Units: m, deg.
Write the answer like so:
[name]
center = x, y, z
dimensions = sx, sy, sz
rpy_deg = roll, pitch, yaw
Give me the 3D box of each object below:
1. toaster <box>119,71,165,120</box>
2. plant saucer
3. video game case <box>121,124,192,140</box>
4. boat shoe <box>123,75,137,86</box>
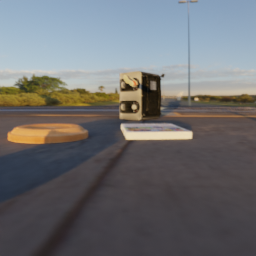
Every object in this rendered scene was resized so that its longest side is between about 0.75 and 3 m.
[toaster]
center = 0.760, -1.823, 15.934
dimensions = 1.723, 2.626, 2.904
rpy_deg = 4, 7, 32
[plant saucer]
center = -2.292, 0.120, 8.136
dimensions = 2.227, 0.359, 2.227
rpy_deg = -1, 6, 0
[video game case]
center = 0.765, 0.087, 9.034
dimensions = 1.869, 0.235, 2.610
rpy_deg = 0, 6, -5
[boat shoe]
center = 0.081, -1.931, 11.402
dimensions = 0.242, 0.276, 0.774
rpy_deg = -15, 41, -30
